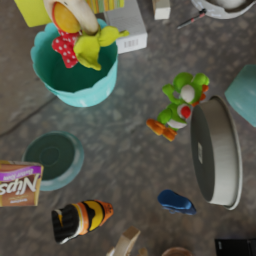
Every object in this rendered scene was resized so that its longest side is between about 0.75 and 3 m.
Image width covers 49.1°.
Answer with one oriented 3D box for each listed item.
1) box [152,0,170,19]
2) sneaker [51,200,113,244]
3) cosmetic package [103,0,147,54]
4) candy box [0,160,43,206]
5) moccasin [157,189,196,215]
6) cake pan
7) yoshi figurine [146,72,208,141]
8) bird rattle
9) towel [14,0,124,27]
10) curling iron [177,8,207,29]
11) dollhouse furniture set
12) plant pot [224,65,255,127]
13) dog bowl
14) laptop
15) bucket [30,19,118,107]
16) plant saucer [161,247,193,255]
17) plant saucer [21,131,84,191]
[{"bbox_3d":[1.187,-4.756,10.306,0.519,0.634,1.335,-5,74,-1],"label":"box"},{"bbox_3d":[-1.007,1.971,5.953,0.934,2.075,0.726,-3,70,-29],"label":"sneaker"},{"bbox_3d":[-0.206,-3.954,9.979,1.195,0.871,2.351,-13,73,-4],"label":"cosmetic package"},{"bbox_3d":[-2.746,1.197,6.080,1.604,0.453,0.936,10,89,-33],"label":"candy box"},{"bbox_3d":[0.994,1.625,5.910,0.385,1.130,0.454,43,79,-17],"label":"moccasin"},{"bbox_3d":[1.746,0.511,5.923,0.437,2.380,2.380,-6,75,2],"label":"cake pan"},{"bbox_3d":[1.173,-0.624,6.739,0.973,0.976,1.737,37,101,5],"label":"yoshi figurine"},{"bbox_3d":[-1.231,-2.501,6.815,1.414,2.046,2.509,-40,39,-12],"label":"bird rattle"},{"bbox_3d":[-1.477,-3.423,7.463,2.792,1.202,0.252,-14,72,-4],"label":"towel"},{"bbox_3d":[1.585,-2.691,6.946,0.833,0.106,0.206,-26,41,31],"label":"curling iron"},{"bbox_3d":[0.450,2.452,4.667,1.558,1.329,0.761,26,99,20],"label":"dollhouse furniture set"},{"bbox_3d":[3.286,-0.952,7.334,1.175,1.465,1.465,36,78,8],"label":"plant pot"},{"bbox_3d":[3.546,-5.347,10.350,2.871,0.842,2.871,0,76,0],"label":"dog bowl"},{"bbox_3d":[3.513,3.962,8.233,1.595,0.824,1.414,4,74,-26],"label":"laptop"},{"bbox_3d":[-1.576,-2.027,8.986,2.695,1.754,2.695,0,74,0],"label":"bucket"},{"bbox_3d":[1.425,4.086,8.089,1.212,0.222,1.212,1,70,-3],"label":"plant saucer"},{"bbox_3d":[-2.084,0.802,7.557,1.779,0.244,1.779,-4,58,6],"label":"plant saucer"}]
